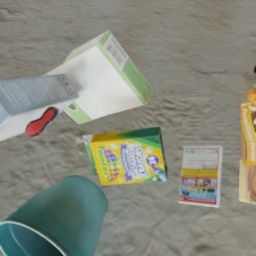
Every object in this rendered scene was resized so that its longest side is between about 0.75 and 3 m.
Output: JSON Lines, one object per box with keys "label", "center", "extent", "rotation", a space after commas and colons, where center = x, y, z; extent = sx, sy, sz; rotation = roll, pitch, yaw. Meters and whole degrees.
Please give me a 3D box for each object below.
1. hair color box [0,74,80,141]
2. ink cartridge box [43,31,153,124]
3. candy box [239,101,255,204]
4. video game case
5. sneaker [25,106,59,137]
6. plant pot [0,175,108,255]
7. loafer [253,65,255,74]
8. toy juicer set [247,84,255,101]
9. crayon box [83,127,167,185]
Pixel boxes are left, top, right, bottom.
{"label": "hair color box", "center": [-2.445, -0.499, 6.650], "extent": [0.821, 1.341, 2.709], "rotation": [54, 23, 0]}
{"label": "ink cartridge box", "center": [-1.047, -1.242, 8.064], "extent": [2.896, 2.107, 0.694], "rotation": [-12, 42, 40]}
{"label": "candy box", "center": [3.474, 0.582, 6.717], "extent": [0.704, 1.469, 2.546], "rotation": [8, 83, -25]}
{"label": "video game case", "center": [1.755, 1.149, 6.834], "extent": [1.017, 0.124, 1.423], "rotation": [-5, 69, 38]}
{"label": "sneaker", "center": [-1.671, -0.095, 5.579], "extent": [0.804, 0.384, 0.319], "rotation": [-38, 89, 2]}
{"label": "plant pot", "center": [-1.689, 2.481, 7.231], "extent": [2.346, 2.346, 2.204], "rotation": [18, 36, 16]}
{"label": "loafer", "center": [4.296, -1.801, 8.464], "extent": [0.379, 1.062, 0.388], "rotation": [21, 82, -25]}
{"label": "toy juicer set", "center": [6.031, -1.037, 11.243], "extent": [1.650, 0.706, 2.594], "rotation": [-27, 54, -23]}
{"label": "crayon box", "center": [-0.107, 0.693, 6.514], "extent": [1.884, 1.184, 0.486], "rotation": [-6, 24, 14]}
